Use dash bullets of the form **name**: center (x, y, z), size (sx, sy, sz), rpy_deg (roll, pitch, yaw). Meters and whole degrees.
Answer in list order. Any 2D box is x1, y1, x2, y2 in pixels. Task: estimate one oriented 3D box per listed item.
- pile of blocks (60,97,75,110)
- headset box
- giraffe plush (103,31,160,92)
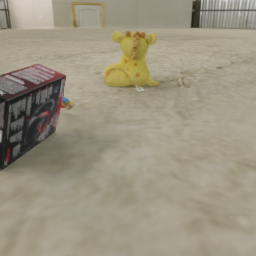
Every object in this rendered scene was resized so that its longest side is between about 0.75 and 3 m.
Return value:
- **pile of blocks**: center (-2.181, -0.834, 8.994), size (0.975, 0.400, 0.303), rpy_deg (22, 63, 23)
- **headset box**: center (-2.516, -0.418, 6.825), size (0.916, 1.814, 2.441), rpy_deg (24, 30, 9)
- **giraffe plush**: center (0.138, -3.124, 12.435), size (2.481, 2.332, 2.875), rpy_deg (-11, 26, -23)
